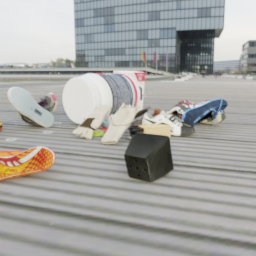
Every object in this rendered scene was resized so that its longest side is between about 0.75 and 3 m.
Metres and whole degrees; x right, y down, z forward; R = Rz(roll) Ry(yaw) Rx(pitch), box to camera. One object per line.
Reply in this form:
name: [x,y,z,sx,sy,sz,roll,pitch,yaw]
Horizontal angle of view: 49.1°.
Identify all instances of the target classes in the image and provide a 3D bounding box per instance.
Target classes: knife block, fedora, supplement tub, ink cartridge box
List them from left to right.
supplement tub: [-1.070,-1.278,11.956,2.071,2.071,2.952,9,15,36]
ink cartridge box: [0.015,-1.938,14.879,1.556,2.108,0.903,-8,17,-36]
fedora: [0.504,-0.340,10.868,1.095,0.494,0.968,-27,17,11]
knife block: [0.641,0.167,9.196,1.296,0.415,1.138,6,14,22]

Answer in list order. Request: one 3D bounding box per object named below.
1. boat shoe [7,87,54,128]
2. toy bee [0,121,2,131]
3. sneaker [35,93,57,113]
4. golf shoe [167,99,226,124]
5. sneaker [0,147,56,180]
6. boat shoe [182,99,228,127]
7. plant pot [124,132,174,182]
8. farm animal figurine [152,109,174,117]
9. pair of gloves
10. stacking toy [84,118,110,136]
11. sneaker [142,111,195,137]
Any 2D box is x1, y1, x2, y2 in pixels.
boat shoe: [-3.859,-0.682,10.499,1.003,0.781,2.209,1,-31,31]
toy bee: [-5.658,-0.370,10.038,2.080,1.131,1.362,-4,13,-21]
sneaker: [-3.906,-0.890,12.301,1.979,0.798,0.739,-26,-8,27]
golf shoe: [2.775,-0.531,11.640,1.193,1.045,2.708,-24,16,-28]
sneaker: [-2.558,0.815,6.008,1.979,0.722,0.763,-2,-12,-10]
boat shoe: [2.826,-0.444,10.024,1.934,0.814,0.664,-23,56,-17]
plant pot: [0.385,0.676,5.982,0.852,0.854,0.757,7,30,35]
farm animal figurine: [1.375,-0.312,11.050,1.019,0.537,1.031,20,-5,26]
pair of gloves: [-0.725,-0.237,9.270,2.045,0.359,1.739,6,47,40]
stacking toy: [-0.979,-0.078,10.072,1.219,0.515,1.104,-5,12,-19]
sneaker: [1.393,-0.167,9.792,1.892,0.837,0.701,6,11,14]
